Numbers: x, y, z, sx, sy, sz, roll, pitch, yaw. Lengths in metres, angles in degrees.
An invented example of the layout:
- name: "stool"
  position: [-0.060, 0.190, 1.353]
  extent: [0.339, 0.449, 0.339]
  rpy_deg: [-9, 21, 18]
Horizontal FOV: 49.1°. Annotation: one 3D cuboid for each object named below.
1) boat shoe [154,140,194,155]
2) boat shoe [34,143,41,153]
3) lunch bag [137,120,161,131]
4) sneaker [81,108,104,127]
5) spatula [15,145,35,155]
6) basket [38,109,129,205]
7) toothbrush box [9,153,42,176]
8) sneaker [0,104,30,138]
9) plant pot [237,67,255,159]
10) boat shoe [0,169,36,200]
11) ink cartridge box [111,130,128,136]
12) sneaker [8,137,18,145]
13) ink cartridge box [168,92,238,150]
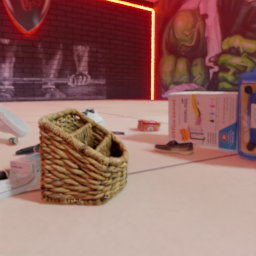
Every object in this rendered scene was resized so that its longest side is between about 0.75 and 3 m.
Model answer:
- name: "boat shoe"
  position: [1.439, 0.579, 8.845]
  extent: [1.282, 0.416, 0.461]
  rpy_deg: [5, 9, 29]
- name: "boat shoe"
  position: [-2.143, 0.508, 8.554]
  extent: [1.419, 0.510, 0.480]
  rpy_deg: [-6, -29, -27]
- name: "lunch bag"
  position: [1.064, -0.104, 13.540]
  extent: [1.072, 0.499, 1.217]
  rpy_deg: [2, 8, -17]
- name: "sneaker"
  position: [-1.828, -0.520, 14.252]
  extent: [1.083, 1.050, 2.967]
  rpy_deg: [0, 8, 1]
- name: "spatula"
  position: [-2.312, 0.581, 9.309]
  extent: [2.787, 0.286, 0.788]
  rpy_deg: [-6, 11, -36]
- name: "basket"
  position: [-0.747, 0.438, 5.731]
  extent: [1.521, 1.588, 2.131]
  rpy_deg: [1, 7, 6]
- name: "toothbrush box"
  position: [-2.291, 0.893, 6.786]
  extent: [0.648, 0.377, 0.885]
  rpy_deg: [4, 9, 25]
- name: "sneaker"
  position: [-5.008, 0.008, 10.605]
  extent: [2.665, 1.540, 0.982]
  rpy_deg: [33, 2, 21]
- name: "plant pot"
  position: [4.640, -0.410, 7.836]
  extent: [2.550, 2.836, 2.836]
  rpy_deg: [-15, 16, -41]
- name: "boat shoe"
  position: [-2.350, 1.038, 5.432]
  extent: [0.535, 0.475, 1.453]
  rpy_deg: [3, 9, 22]
- name: "ink cartridge box"
  position: [-0.332, 0.175, 12.506]
  extent: [0.648, 0.227, 0.797]
  rpy_deg: [2, 13, 17]
- name: "sneaker"
  position: [-4.166, 0.486, 10.133]
  extent: [0.309, 0.276, 0.773]
  rpy_deg: [-7, 4, -17]
- name: "ink cartridge box"
  position: [2.982, -0.364, 10.232]
  extent: [2.548, 1.876, 1.843]
  rpy_deg: [6, 10, 40]
